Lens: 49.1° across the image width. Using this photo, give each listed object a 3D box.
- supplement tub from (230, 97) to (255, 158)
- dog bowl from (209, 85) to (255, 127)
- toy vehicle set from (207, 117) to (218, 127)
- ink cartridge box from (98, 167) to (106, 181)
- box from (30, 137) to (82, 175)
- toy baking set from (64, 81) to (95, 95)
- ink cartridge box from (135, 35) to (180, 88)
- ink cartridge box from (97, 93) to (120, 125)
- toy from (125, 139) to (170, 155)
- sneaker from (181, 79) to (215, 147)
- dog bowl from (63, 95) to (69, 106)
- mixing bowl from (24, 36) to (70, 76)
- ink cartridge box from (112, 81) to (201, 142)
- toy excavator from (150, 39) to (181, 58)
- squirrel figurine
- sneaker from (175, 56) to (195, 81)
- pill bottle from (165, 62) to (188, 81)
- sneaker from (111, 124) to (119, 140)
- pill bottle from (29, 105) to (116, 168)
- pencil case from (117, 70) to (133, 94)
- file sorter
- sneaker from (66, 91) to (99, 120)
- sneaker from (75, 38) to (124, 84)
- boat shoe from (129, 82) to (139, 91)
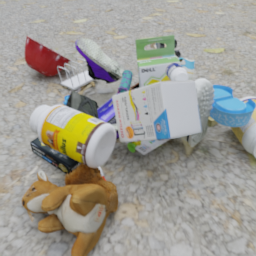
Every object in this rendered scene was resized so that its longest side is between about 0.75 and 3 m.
[{"bbox_3d":[4.598,0.005,9.963,1.525,1.525,2.097,-4,37,-6],"label":"supplement tub"},{"bbox_3d":[3.158,-0.763,9.329,1.300,0.578,2.333,-13,32,-13],"label":"dog bowl"},{"bbox_3d":[3.187,-0.994,12.230,1.488,0.317,2.394,-24,44,-28],"label":"toy vehicle set"},{"bbox_3d":[-1.120,1.578,9.034,0.672,0.236,0.827,-18,37,-22],"label":"ink cartridge box"},{"bbox_3d":[-2.166,0.674,9.947,2.060,0.474,1.637,26,45,29],"label":"box"},{"bbox_3d":[-2.305,-1.984,13.625,1.419,0.215,1.849,-25,38,-20],"label":"toy baking set"},{"bbox_3d":[1.153,-1.838,10.463,1.500,2.888,0.857,-7,29,-1],"label":"ink cartridge box"},{"bbox_3d":[-0.452,-0.365,10.260,0.365,1.682,1.667,21,45,26],"label":"ink cartridge box"},{"bbox_3d":[0.834,0.387,10.263,2.162,0.510,1.245,-23,44,-39],"label":"toy"},{"bbox_3d":[1.998,-0.537,9.143,1.067,2.792,1.124,-29,54,-21],"label":"sneaker"},{"bbox_3d":[-2.671,-1.200,12.604,0.437,0.194,0.784,-1,38,-1],"label":"dog bowl"},{"bbox_3d":[-4.301,-3.475,14.270,2.411,1.306,2.411,29,7,-4],"label":"mixing bowl"},{"bbox_3d":[0.790,-0.440,8.155,1.473,1.499,2.036,-10,2,-40],"label":"ink cartridge box"},{"bbox_3d":[1.922,-4.482,16.203,1.065,2.131,2.072,-12,84,-17],"label":"toy excavator"},{"bbox_3d":[-1.582,1.951,7.716,2.258,1.712,2.419,9,21,30],"label":"squirrel figurine"},{"bbox_3d":[2.316,-2.742,13.269,1.113,1.175,2.909,7,14,-19],"label":"sneaker"},{"bbox_3d":[1.552,-1.696,8.868,0.542,0.542,0.976,-5,29,-7],"label":"pill bottle"},{"bbox_3d":[-0.317,0.146,9.668,1.165,0.579,0.405,-6,46,-14],"label":"sneaker"},{"bbox_3d":[-1.630,0.139,8.012,2.376,1.298,1.298,22,43,23],"label":"pill bottle"},{"bbox_3d":[-0.101,-1.561,9.648,0.409,0.377,0.885,-5,52,26],"label":"pencil case"},{"bbox_3d":[-2.426,-2.722,13.631,1.634,1.017,1.134,-33,42,-31],"label":"file sorter"},{"bbox_3d":[-1.459,-0.069,9.666,1.392,0.929,2.429,14,53,-24],"label":"sneaker"},{"bbox_3d":[-1.418,-2.663,11.986,1.290,2.594,0.902,-25,46,36],"label":"sneaker"},{"bbox_3d":[0.596,-1.609,11.651,1.821,0.640,0.641,-33,87,-36],"label":"boat shoe"}]
